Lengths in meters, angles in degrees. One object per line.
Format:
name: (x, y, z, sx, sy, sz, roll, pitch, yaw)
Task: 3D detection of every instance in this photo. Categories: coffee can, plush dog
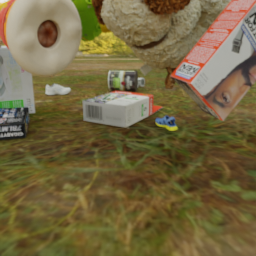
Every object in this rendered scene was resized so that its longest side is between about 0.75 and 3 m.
coffee can: (-0.258, -2.446, 14.588, 1.423, 1.041, 1.041, 2, 17, 9)
plush dog: (0.479, -2.302, 6.269, 2.911, 2.335, 2.500, 6, -7, 40)

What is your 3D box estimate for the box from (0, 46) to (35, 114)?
box: (-4.402, -1.597, 9.597, 2.038, 2.310, 1.117, -8, 20, -28)

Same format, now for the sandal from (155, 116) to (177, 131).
sandal: (1.136, -0.189, 8.299, 0.345, 0.378, 0.868, -13, 19, -32)

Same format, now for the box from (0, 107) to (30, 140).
box: (-3.885, -0.140, 7.924, 1.982, 0.496, 1.997, -5, 18, -16)

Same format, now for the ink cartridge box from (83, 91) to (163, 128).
ink cartridge box: (-0.042, -0.798, 9.630, 1.585, 0.733, 2.910, 10, 20, 28)

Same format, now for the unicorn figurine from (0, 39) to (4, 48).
unicorn figurine: (-4.376, -2.172, 7.813, 2.131, 0.787, 1.464, -18, 49, 24)

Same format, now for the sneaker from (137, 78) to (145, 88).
sneaker: (0.271, -2.529, 15.838, 0.797, 0.625, 1.604, 3, 7, 32)

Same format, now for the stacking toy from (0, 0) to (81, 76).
stacking toy: (-2.563, -2.412, 6.694, 2.567, 1.876, 1.876, 24, 28, 33)

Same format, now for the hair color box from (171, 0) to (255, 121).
hair color box: (1.958, -1.369, 5.188, 1.203, 2.170, 0.694, 38, 2, -33)

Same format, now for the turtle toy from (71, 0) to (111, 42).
turtle toy: (-1.318, -3.396, 7.992, 1.957, 1.357, 2.685, -3, -19, 7)

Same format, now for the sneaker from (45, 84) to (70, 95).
sneaker: (-3.398, -1.875, 13.593, 1.227, 0.534, 0.457, -7, 18, -27)
